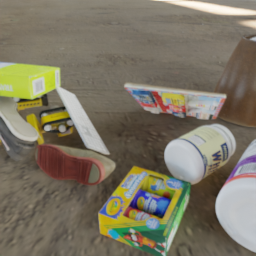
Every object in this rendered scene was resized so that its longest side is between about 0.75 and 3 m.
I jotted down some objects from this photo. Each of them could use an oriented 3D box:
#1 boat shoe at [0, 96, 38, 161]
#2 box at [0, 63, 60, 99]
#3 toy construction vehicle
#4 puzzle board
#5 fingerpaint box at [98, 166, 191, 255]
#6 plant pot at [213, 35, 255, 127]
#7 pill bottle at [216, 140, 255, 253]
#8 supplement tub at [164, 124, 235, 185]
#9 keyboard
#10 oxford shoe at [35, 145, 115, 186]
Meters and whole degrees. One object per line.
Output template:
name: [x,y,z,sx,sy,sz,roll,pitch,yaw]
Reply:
boat shoe: [-3.248,-0.183,7.310,0.906,0.772,2.709,13,22,-50]
box: [-3.399,-1.347,7.514,2.656,0.633,1.620,7,21,11]
toy construction vehicle: [-3.044,-0.267,8.028,2.641,0.930,2.299,-15,45,-19]
puzzle board: [1.294,-0.593,7.507,2.232,0.258,2.962,9,-4,14]
fingerpaint box: [0.357,1.458,5.211,1.244,0.547,1.491,13,32,23]
plant pot: [3.776,-1.545,8.525,2.158,2.309,2.158,2,30,-1]
pill bottle: [2.746,0.963,5.222,1.410,1.410,2.530,21,36,31]
supplement tub: [1.638,0.544,6.309,1.412,1.024,1.024,-23,38,-33]
keyboard: [-1.328,-0.289,7.645,0.148,0.779,2.768,-45,49,10]
oxford shoe: [-1.246,0.793,6.374,2.050,0.722,0.767,15,14,28]
